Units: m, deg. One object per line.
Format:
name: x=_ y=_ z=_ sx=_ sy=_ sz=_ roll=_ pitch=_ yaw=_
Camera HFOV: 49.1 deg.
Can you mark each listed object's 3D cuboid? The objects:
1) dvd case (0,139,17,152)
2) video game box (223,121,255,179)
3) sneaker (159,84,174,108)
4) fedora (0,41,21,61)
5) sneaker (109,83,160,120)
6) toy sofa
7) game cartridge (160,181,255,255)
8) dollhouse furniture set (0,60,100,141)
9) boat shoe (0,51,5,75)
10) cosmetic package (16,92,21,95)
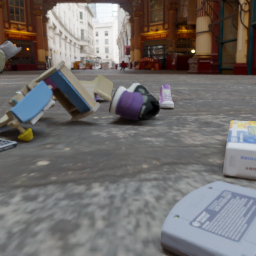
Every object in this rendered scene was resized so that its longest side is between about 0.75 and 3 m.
dvd case: x=-2.616 y=0.336 z=5.309 sx=0.790 sy=0.098 sz=0.594 roll=6 pitch=14 yaw=26
video game box: x=2.586 y=0.332 z=4.479 sx=1.905 sy=0.489 sz=2.091 roll=7 pitch=15 yaw=20
sneaker: x=1.384 y=-1.195 z=10.428 sx=0.529 sy=0.832 sz=1.459 roll=1 pitch=14 yaw=-3
fedora: x=-2.978 y=-1.885 z=6.826 sx=0.665 sy=0.340 sz=0.752 roll=-39 pitch=28 yaw=-13
sneaker: x=0.397 y=-0.660 z=8.421 sx=1.177 sy=1.018 sz=2.688 roll=22 pitch=18 yaw=10
toy sofa: x=-2.031 y=-1.626 z=12.342 sx=2.559 sy=1.249 sz=1.060 roll=8 pitch=-10 yaw=31
game cartridge: x=0.903 y=0.871 z=2.650 sx=0.863 sy=0.265 sz=1.297 roll=14 pitch=19 yaw=36
dollhouse furniture set: x=-2.197 y=-0.218 z=6.927 sx=2.112 sy=1.460 sz=2.237 roll=-17 pitch=31 yaw=42
boat shoe: x=-2.572 y=-1.131 z=5.349 sx=0.330 sy=0.882 sz=0.292 roll=9 pitch=33 yaw=-27
cosmetic package: x=-4.106 y=-1.141 z=11.021 sx=0.283 sy=0.462 sz=1.120 roll=-13 pitch=17 yaw=-37
